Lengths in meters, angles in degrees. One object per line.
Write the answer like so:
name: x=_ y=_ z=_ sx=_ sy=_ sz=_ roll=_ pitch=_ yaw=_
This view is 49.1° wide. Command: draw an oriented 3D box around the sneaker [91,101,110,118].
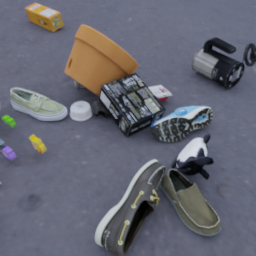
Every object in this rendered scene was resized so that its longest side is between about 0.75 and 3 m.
sneaker: x=-0.736 y=-0.724 z=11.325 sx=1.492 sy=0.567 sz=0.677 roll=-6 pitch=59 yaw=-10

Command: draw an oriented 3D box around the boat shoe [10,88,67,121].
boat shoe: x=-3.701 y=-0.958 z=11.275 sx=2.614 sy=0.811 sz=0.941 roll=13 pitch=46 yaw=16

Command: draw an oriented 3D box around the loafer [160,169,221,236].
loafer: x=1.679 y=2.018 z=7.877 sx=0.847 sy=0.785 sz=2.253 roll=-24 pitch=46 yaw=-25

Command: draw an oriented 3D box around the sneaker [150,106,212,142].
sneaker: x=1.913 y=-0.207 z=10.589 sx=2.491 sy=0.976 sz=1.121 roll=-17 pitch=23 yaw=-20

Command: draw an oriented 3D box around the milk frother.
milk frother: x=4.592 y=-3.207 z=13.164 sx=2.207 sy=1.991 sz=2.076 roll=-15 pitch=43 yaw=-36

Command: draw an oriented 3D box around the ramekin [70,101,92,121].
ramekin: x=-1.910 y=-0.701 z=11.303 sx=0.913 sy=0.425 sz=0.913 roll=-1 pitch=41 yaw=1

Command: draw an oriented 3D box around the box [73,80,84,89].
box: x=-1.820 y=-2.264 z=13.098 sx=1.393 sy=0.448 sz=0.488 roll=-14 pitch=43 yaw=-17

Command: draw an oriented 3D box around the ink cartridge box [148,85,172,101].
ink cartridge box: x=1.276 y=-1.402 z=11.933 sx=0.931 sy=0.390 sz=0.818 roll=-14 pitch=46 yaw=-36

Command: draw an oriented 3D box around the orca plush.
orca plush: x=2.195 y=1.009 z=8.325 sx=1.554 sy=2.953 sz=1.050 roll=-43 pitch=85 yaw=0

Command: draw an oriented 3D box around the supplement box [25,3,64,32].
supplement box: x=-5.526 y=-7.287 z=18.414 sx=1.006 sy=0.973 sz=2.924 roll=-39 pitch=54 yaw=-24

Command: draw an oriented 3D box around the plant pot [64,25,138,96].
plant pot: x=-1.288 y=-2.558 z=11.699 sx=2.864 sy=2.864 sz=2.005 roll=36 pitch=94 yaw=34

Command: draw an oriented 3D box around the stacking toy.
stacking toy: x=-4.291 y=0.675 z=9.513 sx=2.554 sy=0.600 sz=1.925 roll=28 pitch=54 yaw=33

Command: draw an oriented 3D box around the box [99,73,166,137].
box: x=0.118 y=-0.918 z=10.745 sx=1.671 sy=0.879 sz=2.041 roll=-27 pitch=67 yaw=-27

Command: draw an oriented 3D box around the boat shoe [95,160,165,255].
boat shoe: x=0.323 y=2.081 z=7.574 sx=0.868 sy=1.027 sz=2.882 roll=18 pitch=53 yaw=33
